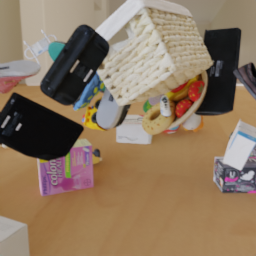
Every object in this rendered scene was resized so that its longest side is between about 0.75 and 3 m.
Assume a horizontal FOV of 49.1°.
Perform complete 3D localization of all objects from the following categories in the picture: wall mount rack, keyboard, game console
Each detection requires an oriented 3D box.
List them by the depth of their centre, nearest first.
[{"bbox_3d":[-1.135,-0.544,4.864,1.453,2.463,0.297,31,6,-46],"label":"game console"},{"bbox_3d":[2.412,-1.764,8.671,1.873,2.948,0.304,5,-19,26],"label":"keyboard"},{"bbox_3d":[-3.341,-3.036,10.912,1.426,1.239,0.532,-33,1,-2],"label":"wall mount rack"}]

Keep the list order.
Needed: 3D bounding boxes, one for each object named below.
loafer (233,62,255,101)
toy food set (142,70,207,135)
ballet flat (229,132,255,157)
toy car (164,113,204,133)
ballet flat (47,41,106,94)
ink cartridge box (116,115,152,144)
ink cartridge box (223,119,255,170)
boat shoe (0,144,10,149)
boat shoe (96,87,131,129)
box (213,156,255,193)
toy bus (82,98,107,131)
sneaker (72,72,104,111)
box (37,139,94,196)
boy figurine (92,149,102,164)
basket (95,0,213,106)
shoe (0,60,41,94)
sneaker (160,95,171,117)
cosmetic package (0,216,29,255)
[{"bbox_3d":[3.266,-1.160,7.161,0.638,0.559,1.774,34,27,-27],"label":"loafer"},{"bbox_3d":[1.281,-0.960,8.170,0.561,2.308,2.285,32,39,-28],"label":"toy food set"},{"bbox_3d":[4.734,0.580,11.560,0.720,0.720,2.003,-2,14,-7],"label":"ballet flat"},{"bbox_3d":[2.881,-0.356,14.349,2.165,1.915,1.995,27,-2,-8],"label":"toy car"},{"bbox_3d":[-1.608,-2.174,10.244,2.834,1.019,1.019,33,11,-8],"label":"ballet flat"},{"bbox_3d":[0.378,0.019,13.400,1.569,0.901,2.160,2,14,8],"label":"ink cartridge box"},{"bbox_3d":[2.934,0.378,7.280,0.482,0.837,1.446,25,27,16],"label":"ink cartridge box"},{"bbox_3d":[-5.080,0.676,11.766,1.330,0.490,0.460,7,25,37],"label":"boat shoe"},{"bbox_3d":[-0.140,-1.301,8.911,0.990,2.886,0.817,32,14,28],"label":"boat shoe"},{"bbox_3d":[3.329,1.328,8.178,1.423,0.816,0.940,0,14,0],"label":"box"},{"bbox_3d":[-1.167,-0.466,9.801,1.045,1.089,0.739,1,-15,32],"label":"toy bus"},{"bbox_3d":[-1.446,-1.232,8.780,0.780,0.912,2.201,-33,0,-31],"label":"sneaker"},{"bbox_3d":[-1.812,1.100,8.070,1.489,1.310,0.720,-5,15,-21],"label":"box"},{"bbox_3d":[-1.396,1.141,9.591,0.978,0.507,1.573,-5,14,12],"label":"boy figurine"},{"bbox_3d":[0.585,-1.670,6.462,1.785,1.625,2.634,-29,-4,36],"label":"basket"},{"bbox_3d":[-3.630,-1.594,8.834,1.741,0.792,0.622,-11,53,-17],"label":"shoe"},{"bbox_3d":[0.991,-0.582,7.503,0.271,0.273,0.753,-8,44,5],"label":"sneaker"},{"bbox_3d":[-2.664,2.151,4.761,1.333,0.822,1.337,6,15,25],"label":"cosmetic package"}]
